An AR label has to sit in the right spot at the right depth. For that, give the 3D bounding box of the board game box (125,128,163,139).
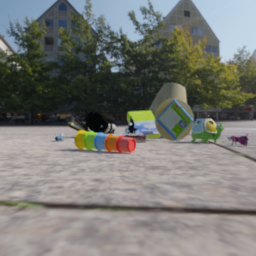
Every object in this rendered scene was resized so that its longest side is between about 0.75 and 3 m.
[{"bbox_3d":[1.328,0.293,16.660,2.543,0.597,1.920,0,1,-21],"label":"board game box"}]

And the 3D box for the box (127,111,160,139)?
[{"bbox_3d":[0.828,-0.118,15.100,1.402,0.548,2.299,-5,35,-10],"label":"box"}]

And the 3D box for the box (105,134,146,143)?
[{"bbox_3d":[-0.159,0.478,12.923,1.765,0.352,1.208,-1,2,-9],"label":"box"}]

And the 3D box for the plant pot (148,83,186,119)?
[{"bbox_3d":[2.501,-1.191,17.212,2.679,2.861,2.679,14,-8,2],"label":"plant pot"}]

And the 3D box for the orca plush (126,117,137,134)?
[{"bbox_3d":[0.216,0.046,14.111,0.484,0.717,1.363,15,38,-2],"label":"orca plush"}]

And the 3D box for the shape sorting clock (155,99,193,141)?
[{"bbox_3d":[2.233,-0.391,13.572,2.059,2.059,0.404,0,4,-15],"label":"shape sorting clock"}]

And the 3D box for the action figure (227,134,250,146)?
[{"bbox_3d":[4.248,0.439,10.873,0.790,0.588,0.529,15,12,20],"label":"action figure"}]

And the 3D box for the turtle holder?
[{"bbox_3d":[3.489,0.128,12.595,1.151,1.075,1.514,0,1,-4],"label":"turtle holder"}]

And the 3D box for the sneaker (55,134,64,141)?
[{"bbox_3d":[-3.386,0.471,13.706,0.421,0.367,0.936,-4,2,-15],"label":"sneaker"}]

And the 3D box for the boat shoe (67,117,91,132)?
[{"bbox_3d":[-2.836,-0.049,17.210,0.732,0.673,2.049,9,-16,41],"label":"boat shoe"}]

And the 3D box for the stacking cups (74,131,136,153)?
[{"bbox_3d":[-0.758,0.489,8.811,2.141,0.648,0.648,6,5,37],"label":"stacking cups"}]

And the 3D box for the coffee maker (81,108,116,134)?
[{"bbox_3d":[-1.765,-0.381,17.555,1.344,1.917,1.995,-27,-10,8],"label":"coffee maker"}]
